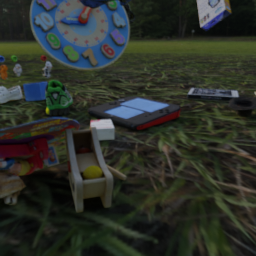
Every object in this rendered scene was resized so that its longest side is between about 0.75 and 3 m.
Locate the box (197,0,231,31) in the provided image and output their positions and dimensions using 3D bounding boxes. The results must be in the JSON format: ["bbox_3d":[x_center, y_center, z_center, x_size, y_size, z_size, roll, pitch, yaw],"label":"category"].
[{"bbox_3d":[2.447,-3.509,8.074,0.304,1.464,0.872,14,-26,-34],"label":"box"}]

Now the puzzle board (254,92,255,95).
[{"bbox_3d":[6.741,-1.435,12.801,1.639,0.143,1.235,4,20,14],"label":"puzzle board"}]

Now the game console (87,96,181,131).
[{"bbox_3d":[0.233,-0.605,9.876,2.360,0.414,2.668,-16,24,-40],"label":"game console"}]

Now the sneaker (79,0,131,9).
[{"bbox_3d":[-0.788,-2.539,4.747,2.717,1.066,1.023,-9,63,-31],"label":"sneaker"}]

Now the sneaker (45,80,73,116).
[{"bbox_3d":[-2.679,-1.327,10.873,1.050,1.146,2.691,-5,18,-14],"label":"sneaker"}]

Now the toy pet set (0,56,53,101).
[{"bbox_3d":[-4.251,-2.190,12.166,2.128,1.987,1.130,-14,14,-35],"label":"toy pet set"}]

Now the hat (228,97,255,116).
[{"bbox_3d":[4.207,-0.713,10.084,1.214,0.490,1.214,-10,25,5],"label":"hat"}]

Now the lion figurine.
[{"bbox_3d":[-2.651,1.029,4.734,1.606,0.582,0.984,1,4,19],"label":"lion figurine"}]

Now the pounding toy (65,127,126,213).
[{"bbox_3d":[-0.542,0.589,5.141,1.135,1.132,1.979,-6,20,-16],"label":"pounding toy"}]

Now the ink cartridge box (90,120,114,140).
[{"bbox_3d":[-0.743,0.053,7.975,0.620,0.350,0.846,-3,19,-9],"label":"ink cartridge box"}]

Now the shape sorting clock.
[{"bbox_3d":[-1.209,-2.820,7.447,2.665,2.665,0.523,-6,-10,-18],"label":"shape sorting clock"}]

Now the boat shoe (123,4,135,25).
[{"bbox_3d":[-0.348,-3.885,9.359,0.861,0.936,2.620,-31,2,15],"label":"boat shoe"}]

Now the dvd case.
[{"bbox_3d":[3.888,-1.517,12.834,2.139,0.264,1.607,7,19,17],"label":"dvd case"}]

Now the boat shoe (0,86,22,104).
[{"bbox_3d":[-5.366,-1.426,11.915,0.676,0.662,1.910,8,20,23],"label":"boat shoe"}]

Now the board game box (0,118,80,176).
[{"bbox_3d":[-2.170,0.607,5.004,2.871,0.559,2.268,-16,-10,-22],"label":"board game box"}]
